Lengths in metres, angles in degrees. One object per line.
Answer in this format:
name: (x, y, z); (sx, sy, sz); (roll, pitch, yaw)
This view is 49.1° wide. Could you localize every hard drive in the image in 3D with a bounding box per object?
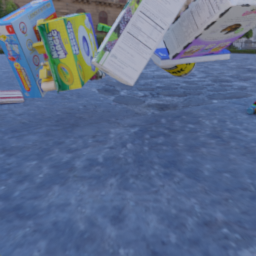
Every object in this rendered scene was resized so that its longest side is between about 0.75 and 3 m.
hard drive: (2.061, -2.577, 9.764); (2.363, 0.300, 1.559); (-7, 27, -8)

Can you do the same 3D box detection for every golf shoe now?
golf shoe: (-1.719, -2.637, 12.630); (0.778, 0.614, 1.690); (-12, 46, -41)

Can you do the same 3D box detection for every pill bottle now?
pill bottle: (1.940, -3.226, 12.289); (1.532, 1.532, 2.681); (11, 2, 29)

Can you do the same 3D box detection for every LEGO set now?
LEGO set: (-1.007, -3.498, 10.794); (2.287, 0.872, 0.939); (15, 35, -5)

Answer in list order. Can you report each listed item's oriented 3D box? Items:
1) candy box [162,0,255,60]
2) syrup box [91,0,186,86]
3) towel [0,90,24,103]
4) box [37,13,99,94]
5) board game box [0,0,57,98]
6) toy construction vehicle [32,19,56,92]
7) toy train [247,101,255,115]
candy box: (2.093, -2.491, 6.526); (1.749, 0.746, 2.085); (-15, -10, -30)
syrup box: (0.230, -2.054, 5.718); (0.921, 2.262, 0.891); (30, 4, -18)
towel: (-6.524, -1.635, 14.939); (1.662, 0.262, 2.307); (-7, 22, -25)
box: (-1.299, -1.870, 6.679); (0.621, 1.505, 2.566); (-7, 24, 13)
board game box: (-3.424, -3.053, 10.658); (0.795, 2.784, 2.843); (1, 38, 18)
toy construction vehicle: (-2.297, -2.523, 9.169); (2.180, 2.504, 0.882); (0, -7, 26)
toy train: (5.801, -0.741, 12.064); (0.685, 0.501, 1.183); (-25, 29, -30)
